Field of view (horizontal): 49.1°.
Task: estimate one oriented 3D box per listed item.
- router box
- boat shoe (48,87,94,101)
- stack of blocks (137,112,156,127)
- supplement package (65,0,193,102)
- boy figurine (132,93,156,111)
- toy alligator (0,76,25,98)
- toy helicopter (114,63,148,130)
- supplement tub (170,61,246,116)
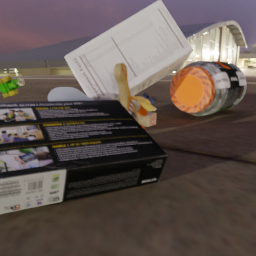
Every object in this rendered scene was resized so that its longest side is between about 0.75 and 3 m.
[{"bbox_3d":[-0.738,0.202,3.658,2.035,0.520,1.518,-4,35,-29],"label":"router box"},{"bbox_3d":[-0.908,-0.384,6.351,1.838,0.679,0.628,14,-25,4],"label":"boat shoe"},{"bbox_3d":[0.210,-0.286,7.553,1.080,0.316,0.622,7,15,29],"label":"stack of blocks"},{"bbox_3d":[-0.008,-1.874,7.991,2.976,1.693,1.630,-31,-2,-4],"label":"supplement package"},{"bbox_3d":[0.433,-0.737,9.036,0.945,0.490,1.520,25,27,16],"label":"boy figurine"},{"bbox_3d":[-3.666,-1.405,9.028,1.965,0.583,0.533,-5,23,42],"label":"toy alligator"},{"bbox_3d":[0.007,-0.498,5.536,0.631,1.600,1.058,-1,25,22],"label":"toy helicopter"},{"bbox_3d":[2.573,-1.287,8.938,1.664,1.664,2.716,10,16,37],"label":"supplement tub"}]
